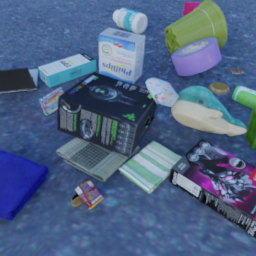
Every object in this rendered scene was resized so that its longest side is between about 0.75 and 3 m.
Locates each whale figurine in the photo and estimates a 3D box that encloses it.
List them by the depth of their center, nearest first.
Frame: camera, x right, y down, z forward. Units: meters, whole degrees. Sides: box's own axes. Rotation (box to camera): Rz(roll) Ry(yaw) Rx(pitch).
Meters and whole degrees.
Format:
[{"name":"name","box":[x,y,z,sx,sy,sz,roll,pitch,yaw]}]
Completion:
[{"name":"whale figurine","box":[2.913,-0.581,9.987,2.650,2.108,1.375,21,81,0]}]

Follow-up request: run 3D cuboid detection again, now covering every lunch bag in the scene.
[{"name":"lunch bag","box":[1.090,-1.229,9.620,0.993,0.631,0.842,12,36,-37]}]

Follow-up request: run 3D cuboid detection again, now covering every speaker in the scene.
[{"name":"speaker","box":[5.182,-1.186,11.620,1.572,0.695,0.695,28,47,27]}]

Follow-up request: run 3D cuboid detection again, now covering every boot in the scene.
[{"name":"boot","box":[-1.255,1.956,8.166,0.898,0.339,0.330,-28,46,-31]}]

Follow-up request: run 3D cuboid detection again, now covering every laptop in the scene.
[{"name":"laptop","box":[-5.584,-2.432,12.327,2.808,1.738,2.999,-7,40,-9]}]

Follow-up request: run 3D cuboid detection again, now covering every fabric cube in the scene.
[{"name":"fabric cube","box":[4.250,-6.708,17.443,1.729,1.735,1.702,7,42,9]}]

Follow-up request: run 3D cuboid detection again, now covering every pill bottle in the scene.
[{"name":"pill bottle","box":[0.062,-6.965,18.130,2.236,1.238,1.238,32,49,31]}]

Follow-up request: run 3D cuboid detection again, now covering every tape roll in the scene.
[{"name":"tape roll","box":[3.247,-3.393,13.400,2.191,0.931,2.191,-22,24,10]}]

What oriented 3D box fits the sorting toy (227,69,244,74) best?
[{"name":"sorting toy","box":[5.430,-2.856,14.081,0.769,0.130,0.371,-1,40,-2]}]

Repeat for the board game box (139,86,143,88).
[{"name":"board game box","box":[0.191,-1.515,12.410,0.806,0.212,1.054,8,41,10]}]

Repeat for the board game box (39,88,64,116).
[{"name":"board game box","box":[-3.041,-1.080,11.407,0.187,0.733,1.084,23,49,35]}]

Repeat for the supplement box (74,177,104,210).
[{"name":"supplement box","box":[-1.120,1.852,7.933,0.762,0.326,0.421,52,46,6]}]

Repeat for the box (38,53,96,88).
[{"name":"box","box":[-2.928,-2.864,13.681,2.612,0.642,1.075,-26,46,-28]}]

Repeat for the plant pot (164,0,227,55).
[{"name":"plant pot","box":[3.435,-5.070,15.181,2.575,2.712,2.712,-25,44,-8]}]

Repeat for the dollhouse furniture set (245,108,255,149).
[{"name":"dollhouse furniture set","box":[5.174,0.571,9.068,1.683,1.289,2.568,-2,40,-2]}]

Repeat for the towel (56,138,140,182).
[{"name":"towel","box":[-0.998,0.798,9.492,2.085,0.374,2.165,27,39,24]}]

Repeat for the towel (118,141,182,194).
[{"name":"towel","box":[0.771,1.203,9.159,1.410,0.216,1.849,30,49,32]}]

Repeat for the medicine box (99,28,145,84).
[{"name":"medicine box","box":[-0.318,-3.361,13.109,1.873,2.056,1.058,18,41,17]}]

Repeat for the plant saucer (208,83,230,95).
[{"name":"plant saucer","box":[4.180,-1.842,12.835,0.963,0.170,0.963,0,40,0]}]

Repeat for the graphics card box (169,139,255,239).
[{"name":"graphics card box","box":[2.890,1.627,8.248,2.899,0.737,1.819,30,49,32]}]

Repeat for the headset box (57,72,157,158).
[{"name":"headset box","box":[-0.541,-0.566,9.949,2.967,1.377,2.584,20,35,13]}]

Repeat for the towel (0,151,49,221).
[{"name":"towel","box":[-3.935,1.603,8.414,2.625,0.650,1.938,14,46,19]}]
